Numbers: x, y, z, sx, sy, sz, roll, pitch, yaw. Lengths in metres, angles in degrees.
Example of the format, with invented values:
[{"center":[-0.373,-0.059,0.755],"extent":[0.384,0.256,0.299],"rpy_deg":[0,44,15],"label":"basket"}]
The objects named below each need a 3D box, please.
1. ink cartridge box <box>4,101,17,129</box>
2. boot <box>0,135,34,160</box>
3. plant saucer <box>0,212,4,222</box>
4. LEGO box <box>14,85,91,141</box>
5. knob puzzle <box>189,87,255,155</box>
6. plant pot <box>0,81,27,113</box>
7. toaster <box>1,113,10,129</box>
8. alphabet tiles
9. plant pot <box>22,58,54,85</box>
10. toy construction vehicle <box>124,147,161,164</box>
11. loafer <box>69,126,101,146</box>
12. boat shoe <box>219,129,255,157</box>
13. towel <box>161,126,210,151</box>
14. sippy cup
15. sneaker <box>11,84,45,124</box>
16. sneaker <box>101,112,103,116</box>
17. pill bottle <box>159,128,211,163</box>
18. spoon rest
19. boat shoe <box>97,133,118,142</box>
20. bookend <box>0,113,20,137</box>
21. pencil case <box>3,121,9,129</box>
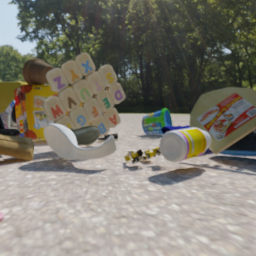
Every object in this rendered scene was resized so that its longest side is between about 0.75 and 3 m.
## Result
[{"center":[-5.476,-0.478,13.424],"extent":[1.349,0.976,0.568],"rpy_deg":[-43,-23,20],"label":"ink cartridge box"},{"center":[-3.184,0.557,6.958],"extent":[1.726,0.571,1.512],"rpy_deg":[17,27,-36],"label":"boot"},{"center":[-1.835,1.032,3.189],"extent":[0.757,0.192,0.757],"rpy_deg":[12,-9,2],"label":"plant saucer"},{"center":[-3.039,-0.598,11.631],"extent":[2.860,2.130,1.104],"rpy_deg":[-3,-3,-39],"label":"LEGO box"},{"center":[2.596,-0.352,7.633],"extent":[2.267,2.267,0.314],"rpy_deg":[4,-35,41],"label":"knob puzzle"},{"center":[-6.932,-1.331,16.907],"extent":[2.811,2.875,2.792],"rpy_deg":[-1,5,1],"label":"plant pot"},{"center":[-5.693,-0.100,12.476],"extent":[0.768,0.873,1.352],"rpy_deg":[0,-17,-32],"label":"toaster"},{"center":[-1.424,-0.957,9.738],"extent":[2.975,2.910,0.217],"rpy_deg":[-38,25,-29],"label":"alphabet tiles"},{"center":[-3.382,-2.121,10.960],"extent":[0.978,1.121,1.121],"rpy_deg":[13,11,33],"label":"plant pot"},{"center":[0.443,0.609,6.940],"extent":[0.879,0.356,1.010],"rpy_deg":[-15,-8,-24],"label":"toy construction vehicle"},{"center":[-1.550,0.204,8.308],"extent":[1.638,0.570,0.616],"rpy_deg":[-16,-43,22],"label":"loafer"},{"center":[3.512,0.239,7.237],"extent":[2.808,0.964,1.181],"rpy_deg":[-7,-15,41],"label":"boat shoe"},{"center":[2.396,0.392,9.417],"extent":[2.234,0.553,1.650],"rpy_deg":[-1,20,-36],"label":"towel"},{"center":[1.375,-0.202,13.649],"extent":[1.256,1.714,1.346],"rpy_deg":[-10,43,24],"label":"sippy cup"},{"center":[-4.356,-1.214,12.520],"extent":[0.947,2.511,0.959],"rpy_deg":[27,-22,-10],"label":"sneaker"},{"center":[-1.611,-0.310,14.834],"extent":[0.806,1.239,0.495],"rpy_deg":[-32,51,-25],"label":"sneaker"},{"center":[1.363,0.360,6.398],"extent":[1.318,0.687,0.687],"rpy_deg":[-7,8,-44],"label":"pill bottle"},{"center":[-1.352,0.409,7.020],"extent":[2.146,1.066,0.651],"rpy_deg":[4,33,32],"label":"spoon rest"},{"center":[-0.815,0.386,11.479],"extent":[1.014,0.306,0.374],"rpy_deg":[-4,6,-38],"label":"boat shoe"},{"center":[-5.033,-0.722,7.810],"extent":[1.332,2.873,2.891],"rpy_deg":[-30,-14,32],"label":"bookend"},{"center":[-5.657,-0.721,10.409],"extent":[1.176,2.689,1.176],"rpy_deg":[-23,25,12],"label":"pencil case"}]
